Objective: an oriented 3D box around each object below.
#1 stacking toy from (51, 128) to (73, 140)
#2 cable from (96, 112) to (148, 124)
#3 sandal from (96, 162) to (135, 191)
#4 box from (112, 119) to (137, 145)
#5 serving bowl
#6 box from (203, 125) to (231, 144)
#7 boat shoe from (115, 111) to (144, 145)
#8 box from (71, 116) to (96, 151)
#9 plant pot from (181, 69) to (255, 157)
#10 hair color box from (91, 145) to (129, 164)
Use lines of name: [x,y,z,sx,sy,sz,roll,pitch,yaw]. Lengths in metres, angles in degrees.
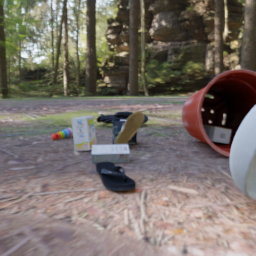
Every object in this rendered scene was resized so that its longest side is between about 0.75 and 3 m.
stacking toy: [-2.947,0.306,12.406,0.431,0.431,1.011,9,17,44]
cable: [-0.368,-0.417,16.268,2.951,0.750,2.408,-1,14,-23]
sandal: [-0.403,1.120,6.982,0.676,0.381,1.779,-4,14,-27]
box: [-0.141,0.171,11.334,0.987,0.971,0.612,0,10,0]
serving bowl: [2.865,0.236,5.685,2.418,2.418,0.795,-7,29,-35]
box: [3.365,0.231,10.948,0.711,0.557,1.144,9,3,-14]
boat shoe: [0.022,0.065,10.734,0.571,1.614,0.559,37,-11,0]
box: [-1.619,0.197,10.378,0.610,1.203,0.677,-3,6,16]
plant pot: [3.498,-0.479,10.572,2.927,2.927,2.847,-1,1,-8]
hair color box: [-0.560,0.818,8.874,1.170,0.355,0.579,-1,27,-5]
